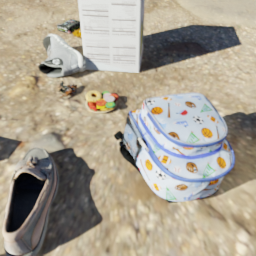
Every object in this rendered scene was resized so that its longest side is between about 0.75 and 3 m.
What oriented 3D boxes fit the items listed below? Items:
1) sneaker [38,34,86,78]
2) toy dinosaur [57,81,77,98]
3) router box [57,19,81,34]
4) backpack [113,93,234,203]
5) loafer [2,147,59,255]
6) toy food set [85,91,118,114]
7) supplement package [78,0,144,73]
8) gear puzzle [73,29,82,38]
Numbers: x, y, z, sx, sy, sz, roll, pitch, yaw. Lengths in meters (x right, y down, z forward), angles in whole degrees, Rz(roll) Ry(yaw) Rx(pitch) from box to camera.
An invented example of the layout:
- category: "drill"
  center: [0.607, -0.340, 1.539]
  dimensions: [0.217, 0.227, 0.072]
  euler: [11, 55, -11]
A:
- category: "sneaker"
  center: [-3.071, -2.845, 11.202]
  dimensions: [1.564, 1.016, 2.709]
  euler: [-34, 53, -29]
- category: "toy dinosaur"
  center: [-2.172, -1.364, 10.002]
  dimensions: [0.596, 0.449, 0.879]
  euler: [27, 25, 6]
- category: "router box"
  center: [-2.992, -5.195, 14.288]
  dimensions: [0.782, 0.324, 1.043]
  euler: [21, 45, 22]
- category: "backpack"
  center: [1.311, 0.448, 6.889]
  dimensions: [2.640, 2.033, 2.514]
  euler: [-13, 56, -18]
- category: "loafer"
  center: [-2.237, 1.425, 6.471]
  dimensions: [1.066, 0.932, 2.964]
  euler: [-4, 42, -4]
- category: "toy food set"
  center: [-0.897, -0.897, 9.549]
  dimensions: [1.118, 0.275, 1.130]
  euler: [-2, 41, -3]
- category: "supplement package"
  center: [-0.530, -4.087, 11.065]
  dimensions: [2.236, 2.968, 2.253]
  euler: [4, 42, 5]
- category: "gear puzzle"
  center: [-1.296, -4.900, 13.985]
  dimensions: [2.995, 0.392, 1.551]
  euler: [-23, 49, -19]
